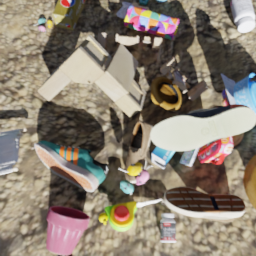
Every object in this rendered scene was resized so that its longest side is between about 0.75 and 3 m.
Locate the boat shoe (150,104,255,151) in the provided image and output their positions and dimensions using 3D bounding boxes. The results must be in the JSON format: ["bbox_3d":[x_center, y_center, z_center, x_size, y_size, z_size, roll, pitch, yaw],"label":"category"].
[{"bbox_3d":[2.145,-0.065,8.293,2.984,0.933,1.062,-14,103,9],"label":"boat shoe"}]

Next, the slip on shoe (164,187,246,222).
[{"bbox_3d":[2.313,2.453,8.713,2.547,0.771,0.968,5,42,-9],"label":"slip on shoe"}]

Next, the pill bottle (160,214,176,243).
[{"bbox_3d":[1.244,3.140,8.776,0.485,0.485,0.838,1,69,0],"label":"pill bottle"}]

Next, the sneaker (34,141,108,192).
[{"bbox_3d":[-1.901,1.083,9.443,2.703,0.965,1.080,28,46,19],"label":"sneaker"}]

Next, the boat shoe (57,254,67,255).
[{"bbox_3d":[-1.882,4.378,8.318,0.462,0.416,1.306,-21,70,-8],"label":"boat shoe"}]

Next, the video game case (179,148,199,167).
[{"bbox_3d":[2.138,0.724,9.444,0.102,0.808,1.129,26,85,-10],"label":"video game case"}]

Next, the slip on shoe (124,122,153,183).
[{"bbox_3d":[0.284,0.785,9.289,0.784,0.624,2.061,17,84,35],"label":"slip on shoe"}]

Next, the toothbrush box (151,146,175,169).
[{"bbox_3d":[1.347,0.646,9.514,0.545,0.936,1.278,32,73,16],"label":"toothbrush box"}]

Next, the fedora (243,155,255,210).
[{"bbox_3d":[5.034,2.052,8.822,2.910,1.187,2.910,-3,62,6],"label":"fedora"}]

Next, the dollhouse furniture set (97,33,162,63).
[{"bbox_3d":[0.061,-3.081,11.064,2.397,1.242,1.061,5,106,1],"label":"dollhouse furniture set"}]

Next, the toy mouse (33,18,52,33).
[{"bbox_3d":[-3.663,-4.419,11.953,0.814,0.177,0.916,4,68,2],"label":"toy mouse"}]

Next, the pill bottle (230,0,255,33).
[{"bbox_3d":[4.828,-4.792,11.760,0.812,0.812,1.432,-2,69,-1],"label":"pill bottle"}]

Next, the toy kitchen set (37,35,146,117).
[{"bbox_3d":[-1.133,-1.696,10.530,2.860,2.580,2.333,43,36,-20],"label":"toy kitchen set"}]

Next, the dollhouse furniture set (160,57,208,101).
[{"bbox_3d":[2.001,-1.902,10.132,1.694,0.750,0.878,37,31,-22],"label":"dollhouse furniture set"}]

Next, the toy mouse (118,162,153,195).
[{"bbox_3d":[0.234,1.651,8.637,1.452,1.291,0.281,-14,35,-40],"label":"toy mouse"}]

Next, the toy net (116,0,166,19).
[{"bbox_3d":[0.534,-5.648,12.280,2.506,0.484,1.314,-27,71,-10],"label":"toy net"}]

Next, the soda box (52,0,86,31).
[{"bbox_3d":[-2.398,-5.440,12.035,0.822,0.777,2.426,14,68,4],"label":"soda box"}]

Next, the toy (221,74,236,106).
[{"bbox_3d":[3.784,-0.884,10.245,0.476,1.162,2.018,-30,63,36],"label":"toy"}]

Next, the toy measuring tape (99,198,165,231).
[{"bbox_3d":[0.210,2.749,8.788,2.248,0.827,0.827,-6,68,-10],"label":"toy measuring tape"}]

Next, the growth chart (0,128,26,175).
[{"bbox_3d":[-4.221,0.797,9.238,1.480,0.181,2.045,-7,46,-4],"label":"growth chart"}]

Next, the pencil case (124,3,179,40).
[{"bbox_3d":[0.933,-4.317,11.483,2.238,0.989,0.989,20,70,6],"label":"pencil case"}]

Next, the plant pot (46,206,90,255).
[{"bbox_3d":[-1.920,3.110,8.465,1.272,1.272,1.139,15,84,6],"label":"plant pot"}]

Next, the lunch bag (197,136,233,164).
[{"bbox_3d":[2.801,0.531,9.217,0.649,1.584,1.395,3,65,-12],"label":"lunch bag"}]

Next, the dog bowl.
[{"bbox_3d":[4.457,-1.058,9.699,2.492,0.618,1.389,-3,79,-44],"label":"dog bowl"}]

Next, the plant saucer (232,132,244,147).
[{"bbox_3d":[3.529,0.064,10.152,1.332,0.215,1.332,0,69,0],"label":"plant saucer"}]

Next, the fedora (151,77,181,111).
[{"bbox_3d":[1.300,-1.177,10.285,1.433,0.584,1.433,13,66,-31],"label":"fedora"}]
